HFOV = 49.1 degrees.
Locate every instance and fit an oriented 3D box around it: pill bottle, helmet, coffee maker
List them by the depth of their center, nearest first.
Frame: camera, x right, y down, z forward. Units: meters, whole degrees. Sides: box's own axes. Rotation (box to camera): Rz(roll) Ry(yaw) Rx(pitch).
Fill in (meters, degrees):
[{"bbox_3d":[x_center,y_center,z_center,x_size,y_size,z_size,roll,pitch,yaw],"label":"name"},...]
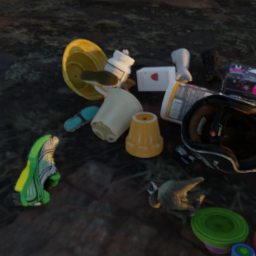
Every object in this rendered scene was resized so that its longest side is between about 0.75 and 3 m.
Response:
[{"bbox_3d":[3.332,0.254,9.157,2.545,2.669,2.669,23,28,-30],"label":"helmet"},{"bbox_3d":[1.878,1.154,9.816,0.530,0.755,0.786,4,32,-51],"label":"coffee maker"},{"bbox_3d":[2.863,-0.744,11.218,2.843,1.654,1.654,18,42,12],"label":"pill bottle"},{"bbox_3d":[-0.617,-2.436,12.861,1.162,1.997,1.162,28,13,-7],"label":"pill bottle"}]

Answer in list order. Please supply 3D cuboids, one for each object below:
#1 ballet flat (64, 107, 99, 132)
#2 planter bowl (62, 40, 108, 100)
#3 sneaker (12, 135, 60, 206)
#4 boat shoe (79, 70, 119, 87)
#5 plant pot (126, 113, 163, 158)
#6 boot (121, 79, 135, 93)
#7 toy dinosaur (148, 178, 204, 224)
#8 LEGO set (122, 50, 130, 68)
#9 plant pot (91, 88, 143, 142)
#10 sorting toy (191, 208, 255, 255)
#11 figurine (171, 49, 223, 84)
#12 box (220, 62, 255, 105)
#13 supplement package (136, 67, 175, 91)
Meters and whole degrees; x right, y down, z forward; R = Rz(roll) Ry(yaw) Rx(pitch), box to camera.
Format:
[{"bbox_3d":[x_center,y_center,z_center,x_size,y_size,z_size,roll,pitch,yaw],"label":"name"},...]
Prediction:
[{"bbox_3d":[-1.949,-0.365,11.666,1.687,0.607,0.607,-33,48,-25],"label":"ballet flat"},{"bbox_3d":[-2.207,-2.608,13.428,1.205,2.892,2.892,-13,25,42],"label":"planter bowl"},{"bbox_3d":[-2.758,1.390,9.293,1.173,1.074,2.753,8,48,-2],"label":"sneaker"},{"bbox_3d":[-1.101,-1.991,11.410,1.734,0.642,0.576,16,-3,19],"label":"boat shoe"},{"bbox_3d":[0.589,0.180,10.250,1.392,1.275,1.392,-1,28,1],"label":"plant pot"},{"bbox_3d":[-0.047,-2.029,13.938,1.001,0.494,1.289,-18,39,-32],"label":"boot"},{"bbox_3d":[1.284,1.932,7.786,1.244,2.433,0.936,26,63,1],"label":"toy dinosaur"},{"bbox_3d":[-0.285,-3.462,15.516,0.652,0.806,1.752,-5,53,15],"label":"LEGO set"},{"bbox_3d":[-0.555,-0.371,11.008,1.749,1.749,1.601,20,55,24],"label":"plant pot"},{"bbox_3d":[2.949,3.153,7.061,2.855,1.172,1.715,9,23,30],"label":"sorting toy"},{"bbox_3d":[3.621,-3.148,14.882,2.596,1.117,2.533,2,43,4],"label":"figurine"},{"bbox_3d":[5.453,-1.621,12.261,2.575,1.702,1.477,14,43,15],"label":"box"},{"bbox_3d":[1.330,-2.294,13.143,1.591,0.965,0.953,3,22,25],"label":"supplement package"}]
